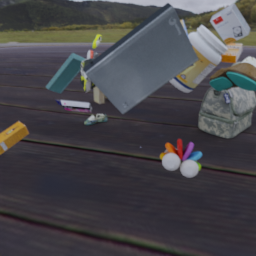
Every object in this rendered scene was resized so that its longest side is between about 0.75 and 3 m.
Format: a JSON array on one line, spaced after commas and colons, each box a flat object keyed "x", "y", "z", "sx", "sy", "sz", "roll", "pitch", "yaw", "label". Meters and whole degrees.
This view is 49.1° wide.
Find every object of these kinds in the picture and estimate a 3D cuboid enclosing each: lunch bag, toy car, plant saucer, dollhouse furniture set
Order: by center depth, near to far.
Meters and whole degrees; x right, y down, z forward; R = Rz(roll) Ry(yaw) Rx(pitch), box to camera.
[{"x": 1.135, "y": 0.581, "z": 5.834, "sx": 0.870, "sy": 0.652, "sz": 0.761, "roll": 20, "pitch": 13, "yaw": 6, "label": "toy car"}, {"x": -2.550, "y": -2.168, "z": 11.574, "sx": 0.752, "sy": 2.152, "sz": 0.204, "roll": 16, "pitch": 45, "yaw": -41, "label": "plant saucer"}, {"x": 4.162, "y": -0.927, "z": 11.671, "sx": 2.445, "sy": 2.050, "sz": 1.703, "roll": -20, "pitch": 30, "yaw": -41, "label": "lunch bag"}, {"x": -1.002, "y": -2.123, "z": 15.809, "sx": 1.771, "sy": 1.176, "sz": 1.552, "roll": -13, "pitch": 25, "yaw": -29, "label": "dollhouse furniture set"}]

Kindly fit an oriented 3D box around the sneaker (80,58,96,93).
[{"x": -1.419, "y": -2.186, "z": 11.146, "sx": 0.828, "sy": 0.728, "sz": 1.956, "roll": -29, "pitch": -11, "yaw": -25, "label": "sneaker"}]

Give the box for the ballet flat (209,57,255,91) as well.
[{"x": 2.981, "y": -1.447, "z": 7.492, "sx": 0.785, "sy": 0.837, "sz": 2.315, "roll": 40, "pitch": -1, "yaw": -7, "label": "ballet flat"}]

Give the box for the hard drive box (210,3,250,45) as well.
[{"x": 3.717, "y": -3.748, "z": 10.218, "sx": 0.906, "sy": 1.163, "sz": 0.447, "roll": -20, "pitch": 33, "yaw": 48, "label": "hard drive box"}]

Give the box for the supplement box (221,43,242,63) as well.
[{"x": 4.265, "y": -3.088, "z": 11.516, "sx": 0.599, "sy": 0.350, "sz": 0.951, "roll": 14, "pitch": 51, "yaw": 31, "label": "supplement box"}]

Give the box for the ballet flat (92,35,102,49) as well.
[{"x": -1.265, "y": -3.562, "z": 11.535, "sx": 0.263, "sy": 0.262, "sz": 0.783, "roll": 6, "pitch": 56, "yaw": 14, "label": "ballet flat"}]

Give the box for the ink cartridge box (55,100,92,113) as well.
[{"x": -1.835, "y": -0.734, "z": 9.426, "sx": 1.165, "sy": 0.216, "sz": 0.552, "roll": 8, "pitch": -13, "yaw": 2, "label": "ink cartridge box"}]

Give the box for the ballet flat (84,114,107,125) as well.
[{"x": -1.475, "y": -0.416, "z": 12.667, "sx": 1.119, "sy": 0.415, "sz": 0.415, "roll": -14, "pitch": 26, "yaw": -30, "label": "ballet flat"}]

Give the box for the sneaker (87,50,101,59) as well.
[{"x": -1.456, "y": -2.462, "z": 12.376, "sx": 0.838, "sy": 2.046, "sz": 0.788, "roll": 5, "pitch": 56, "yaw": -10, "label": "sneaker"}]

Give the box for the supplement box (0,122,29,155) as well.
[{"x": -3.277, "y": 0.299, "z": 7.634, "sx": 0.362, "sy": 0.374, "sz": 1.087, "roll": 27, "pitch": 57, "yaw": 33, "label": "supplement box"}]

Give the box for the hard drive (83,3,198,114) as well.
[{"x": 0.412, "y": -1.765, "z": 7.671, "sx": 2.724, "sy": 1.901, "sz": 0.448, "roll": -36, "pitch": 45, "yaw": 9, "label": "hard drive"}]

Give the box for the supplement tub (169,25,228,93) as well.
[{"x": 2.629, "y": -2.730, "z": 11.227, "sx": 1.651, "sy": 2.286, "sz": 1.651, "roll": 31, "pitch": 30, "yaw": -20, "label": "supplement tub"}]

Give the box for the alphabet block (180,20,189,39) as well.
[{"x": 1.453, "y": -2.753, "z": 9.206, "sx": 1.003, "sy": 0.979, "sz": 0.984, "roll": -13, "pitch": 59, "yaw": 9, "label": "alphabet block"}]
